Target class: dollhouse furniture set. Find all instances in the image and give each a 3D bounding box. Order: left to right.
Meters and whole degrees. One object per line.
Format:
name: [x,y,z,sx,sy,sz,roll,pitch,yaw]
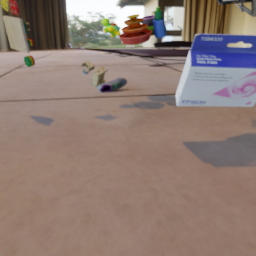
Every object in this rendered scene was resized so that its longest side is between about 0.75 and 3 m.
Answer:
dollhouse furniture set: [-1.230,-1.981,10.072,0.803,0.566,0.563,37,49,16]

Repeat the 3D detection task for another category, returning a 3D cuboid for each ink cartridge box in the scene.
ink cartridge box: [2.441,-1.274,6.867,2.173,2.213,0.479,1,61,-2]

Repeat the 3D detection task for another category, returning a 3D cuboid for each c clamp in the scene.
c clamp: [3.614,-3.950,8.732,1.100,0.174,1.288,57,10,22]

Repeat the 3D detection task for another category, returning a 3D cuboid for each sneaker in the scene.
sneaker: [-0.758,-2.137,14.592,1.637,0.609,0.717,-16,34,-13]

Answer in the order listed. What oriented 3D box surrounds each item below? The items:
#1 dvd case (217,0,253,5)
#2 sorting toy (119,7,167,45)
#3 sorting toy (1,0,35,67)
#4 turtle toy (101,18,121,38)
dvd case: [2.664,-3.648,7.431,1.190,0.147,0.894,-18,69,-27]
sorting toy: [0.732,-4.368,11.678,1.693,1.157,2.818,8,34,27]
sorting toy: [-3.672,-3.251,9.441,1.084,2.249,0.380,23,41,35]
turtle toy: [-0.670,-3.972,11.105,0.910,0.460,0.663,24,-3,-30]
